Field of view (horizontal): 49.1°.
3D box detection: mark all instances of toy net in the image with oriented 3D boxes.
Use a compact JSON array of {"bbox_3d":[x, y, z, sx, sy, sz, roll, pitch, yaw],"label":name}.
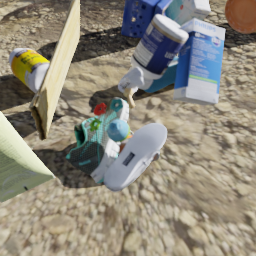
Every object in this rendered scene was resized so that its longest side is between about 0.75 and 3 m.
[{"bbox_3d":[-0.127,-0.398,4.407,0.636,0.234,1.212,18,77,29],"label":"toy net"}]

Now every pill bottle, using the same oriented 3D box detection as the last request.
[{"bbox_3d":[-3.443,-2.113,10.105,1.161,1.161,2.126,-32,52,-30],"label":"pill bottle"},{"bbox_3d":[0.471,-1.330,5.115,0.685,1.233,0.685,23,34,-17],"label":"pill bottle"}]

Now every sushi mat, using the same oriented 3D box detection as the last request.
[{"bbox_3d":[-1.386,-1.268,5.692,0.176,1.390,2.905,11,60,-3],"label":"sushi mat"}]

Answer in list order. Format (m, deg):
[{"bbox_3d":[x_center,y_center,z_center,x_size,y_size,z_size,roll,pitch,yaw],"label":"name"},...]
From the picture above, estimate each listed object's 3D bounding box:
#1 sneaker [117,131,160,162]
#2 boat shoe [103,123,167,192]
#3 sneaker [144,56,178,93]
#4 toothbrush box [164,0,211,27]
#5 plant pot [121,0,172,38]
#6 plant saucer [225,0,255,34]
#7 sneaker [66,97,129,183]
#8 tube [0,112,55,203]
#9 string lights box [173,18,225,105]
[{"bbox_3d":[-0.085,0.319,7.780,2.097,0.748,0.838,12,49,15],"label":"sneaker"},{"bbox_3d":[0.105,0.413,3.959,1.171,0.383,0.431,-42,67,-14],"label":"boat shoe"},{"bbox_3d":[1.570,-2.208,10.294,2.870,1.098,1.159,-15,40,-20],"label":"sneaker"},{"bbox_3d":[1.831,-3.694,8.847,0.599,1.405,1.028,0,74,-28],"label":"toothbrush box"},{"bbox_3d":[0.941,-5.323,13.081,1.766,1.964,1.964,22,47,12],"label":"plant pot"},{"bbox_3d":[3.302,-3.265,7.887,0.226,1.205,1.205,-41,55,-20],"label":"plant saucer"},{"bbox_3d":[-0.618,0.039,5.823,0.965,0.821,2.116,26,48,-14],"label":"sneaker"},{"bbox_3d":[-1.458,0.029,2.791,0.502,1.730,0.449,-4,35,34],"label":"tube"},{"bbox_3d":[1.315,-1.181,5.168,0.729,1.419,0.418,9,-4,-23],"label":"string lights box"}]
